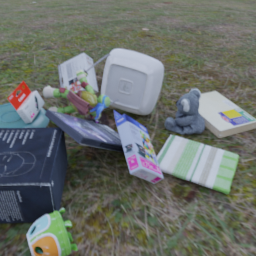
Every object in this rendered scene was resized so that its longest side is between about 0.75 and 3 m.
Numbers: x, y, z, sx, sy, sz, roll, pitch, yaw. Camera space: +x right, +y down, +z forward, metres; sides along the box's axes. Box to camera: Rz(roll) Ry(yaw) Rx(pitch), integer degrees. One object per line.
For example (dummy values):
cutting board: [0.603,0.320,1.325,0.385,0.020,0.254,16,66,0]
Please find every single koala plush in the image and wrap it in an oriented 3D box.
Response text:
koala plush: [2.430,-0.682,11.219,1.506,1.638,1.453,22,40,29]

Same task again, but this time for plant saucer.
plant saucer: [-4.898,-0.356,11.861,2.992,0.410,2.992,0,34,0]

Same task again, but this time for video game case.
video game case: [-1.112,0.196,9.674,2.126,0.282,2.977,32,11,39]

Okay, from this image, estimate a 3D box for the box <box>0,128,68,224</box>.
box: [-3.279,1.310,8.330,2.560,1.614,2.604,-2,35,-2]

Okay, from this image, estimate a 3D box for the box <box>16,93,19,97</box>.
box: [-4.272,-1.043,11.685,0.194,0.703,0.878,-13,-5,24]

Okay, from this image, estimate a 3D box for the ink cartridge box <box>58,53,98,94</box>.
ink cartridge box: [-2.428,-2.373,13.423,1.607,0.767,1.830,-18,72,22]

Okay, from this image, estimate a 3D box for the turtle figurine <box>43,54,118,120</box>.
turtle figurine: [-1.684,-1.143,10.399,2.420,1.796,2.496,-3,55,13]

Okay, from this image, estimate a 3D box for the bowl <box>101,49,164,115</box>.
bowl: [0.038,-1.848,11.840,2.590,2.593,0.968,19,25,12]

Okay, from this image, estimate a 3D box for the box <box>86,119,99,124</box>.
box: [-1.632,-0.223,11.330,0.901,0.163,0.644,-8,-2,-11]

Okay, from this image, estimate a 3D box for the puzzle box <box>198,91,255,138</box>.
puzzle box: [3.902,-0.681,12.335,1.959,0.374,2.945,-12,36,-18]

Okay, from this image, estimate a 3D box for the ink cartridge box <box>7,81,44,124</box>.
ink cartridge box: [-4.100,-1.091,11.377,0.312,1.245,1.434,-12,35,20]

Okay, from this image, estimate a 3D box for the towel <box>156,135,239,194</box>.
towel: [2.330,1.221,9.633,2.563,0.393,1.912,18,42,21]

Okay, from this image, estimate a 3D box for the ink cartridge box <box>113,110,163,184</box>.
ink cartridge box: [0.305,0.521,9.050,0.499,1.420,2.380,-33,54,19]

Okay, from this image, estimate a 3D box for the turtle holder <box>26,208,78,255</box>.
turtle holder: [-1.959,2.594,6.941,1.022,1.093,1.439,-17,39,-22]
